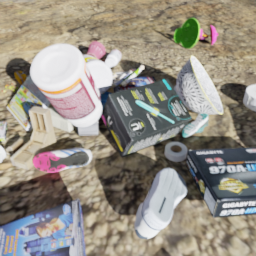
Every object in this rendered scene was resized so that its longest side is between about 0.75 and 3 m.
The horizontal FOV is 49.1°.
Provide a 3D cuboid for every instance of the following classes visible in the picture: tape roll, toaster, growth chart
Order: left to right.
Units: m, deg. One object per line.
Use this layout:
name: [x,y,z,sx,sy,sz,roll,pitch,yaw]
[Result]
toaster: [-1.572,-0.508,10.620,0.866,1.319,1.459,0,42,-3]
growth chart: [-0.967,-2.152,12.666,2.970,0.263,2.149,-1,33,29]
tape roll: [1.661,0.827,9.756,0.772,0.270,0.772,0,36,0]
tape roll: [5.997,-1.279,12.341,1.700,0.595,1.700,0,37,0]

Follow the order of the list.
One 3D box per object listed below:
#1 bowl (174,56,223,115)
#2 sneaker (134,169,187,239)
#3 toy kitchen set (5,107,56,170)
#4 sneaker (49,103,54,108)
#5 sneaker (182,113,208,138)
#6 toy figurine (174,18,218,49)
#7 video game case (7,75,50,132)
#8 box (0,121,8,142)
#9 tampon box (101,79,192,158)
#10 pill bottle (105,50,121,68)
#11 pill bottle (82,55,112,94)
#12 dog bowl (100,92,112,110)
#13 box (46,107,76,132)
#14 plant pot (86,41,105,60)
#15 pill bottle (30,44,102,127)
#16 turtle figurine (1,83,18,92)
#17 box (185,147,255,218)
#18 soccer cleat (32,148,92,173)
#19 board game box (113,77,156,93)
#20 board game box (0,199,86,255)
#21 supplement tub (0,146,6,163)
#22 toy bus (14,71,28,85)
bowl: [2.715,-1.485,11.518,1.241,2.644,2.644,-29,26,27]
sneaker: [0.823,1.946,7.623,0.987,0.957,2.703,45,27,8]
toy kitchen set: [-3.552,0.262,9.516,1.321,1.461,1.620,12,36,17]
sneaker: [-2.959,-1.340,12.202,2.653,1.014,1.068,18,23,16]
sneaker: [2.612,0.027,10.663,1.271,0.580,0.493,-37,39,-10]
toy figurine: [4.654,-6.034,18.395,2.280,1.860,2.477,-4,9,-28]
video game case: [-3.948,-1.148,11.426,2.160,0.247,1.966,36,91,39]
box: [-4.950,0.166,10.680,0.590,0.186,1.072,-13,38,-9]
tampon box: [0.572,-0.361,9.805,2.395,1.512,1.795,-18,70,-24]
pill bottle: [-0.854,-3.900,15.840,0.672,0.672,1.186,9,37,11]
pill bottle: [-1.648,-2.296,11.769,1.371,1.371,2.509,-13,24,-17]
dog bowl: [-1.464,-1.239,12.432,1.741,0.432,0.970,8,37,12]
box: [-2.781,-0.359,11.110,1.446,0.594,0.494,19,40,22]
plant pot: [-1.945,-4.336,16.258,1.024,1.024,0.916,13,54,17]
pill bottle: [-1.692,-1.114,8.415,1.475,2.584,1.475,-4,64,8]
turtle figurine: [-5.687,-1.960,13.548,0.661,0.264,0.820,13,38,17]
box: [3.410,1.485,8.240,2.848,0.655,2.263,-1,31,-9]
soccer cleat: [-2.125,1.051,9.264,1.927,0.673,0.832,-5,7,5]
board game box: [0.755,-1.280,12.157,2.625,0.810,2.626,-4,36,-7]
board game box: [-2.332,3.113,6.152,2.785,0.859,2.787,-8,37,-8]
supplement tub: [-4.599,1.019,9.107,0.733,0.733,1.009,18,40,23]
toy bus: [-5.344,-2.488,14.165,0.458,0.381,1.170,-22,42,-27]
